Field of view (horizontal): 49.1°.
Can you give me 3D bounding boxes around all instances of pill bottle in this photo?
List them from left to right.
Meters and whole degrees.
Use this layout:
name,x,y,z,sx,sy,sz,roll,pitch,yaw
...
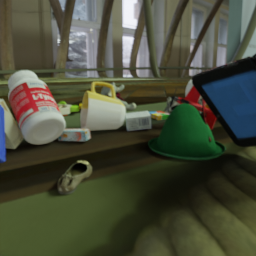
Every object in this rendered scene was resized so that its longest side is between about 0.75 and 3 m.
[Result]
name,x,y,z,sx,sy,sz,roll,pitch,yaw
pill bottle,-2.688,-0.639,7.982,1.165,1.165,2.075,-10,53,-36
pill bottle,4.039,-1.423,12.285,2.865,1.591,1.591,17,21,41

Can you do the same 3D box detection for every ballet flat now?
name,x,y,z,sx,sy,sz,roll,pitch,yaw
ballet flat,-1.028,0.878,5.478,0.456,0.314,1.354,2,13,10

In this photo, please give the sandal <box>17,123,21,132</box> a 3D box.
name,x,y,z,sx,sy,sz,roll,pitch,yaw
sandal,-3.518,-0.048,9.614,0.617,0.347,1.622,-5,22,-10

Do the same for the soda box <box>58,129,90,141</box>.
name,x,y,z,sx,sy,sz,roll,pitch,yaw
soda box,-1.598,0.208,8.249,0.954,0.303,0.326,-1,14,24

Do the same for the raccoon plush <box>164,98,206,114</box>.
name,x,y,z,sx,sy,sz,roll,pitch,yaw
raccoon plush,2.113,-0.790,10.340,1.227,0.886,1.832,22,24,19

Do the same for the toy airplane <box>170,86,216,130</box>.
name,x,y,z,sx,sy,sz,roll,pitch,yaw
toy airplane,2.059,-0.598,8.436,2.202,2.202,0.405,13,-4,45

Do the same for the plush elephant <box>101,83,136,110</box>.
name,x,y,z,sx,sy,sz,roll,pitch,yaw
plush elephant,-0.678,-1.594,13.917,1.779,1.377,1.465,-7,14,-27

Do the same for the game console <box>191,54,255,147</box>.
name,x,y,z,sx,sy,sz,roll,pitch,yaw
game console,2.692,-0.064,5.502,1.514,2.551,2.199,-34,31,19

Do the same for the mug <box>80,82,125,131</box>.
name,x,y,z,sx,sy,sz,roll,pitch,yaw
mug,-0.816,-0.661,9.580,1.366,1.664,1.332,6,13,-18

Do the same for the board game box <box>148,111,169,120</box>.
name,x,y,z,sx,sy,sz,roll,pitch,yaw
board game box,1.326,-0.527,11.920,0.683,0.180,0.893,-6,15,-24

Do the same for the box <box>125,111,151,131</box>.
name,x,y,z,sx,sy,sz,roll,pitch,yaw
box,0.346,-0.252,9.893,0.844,0.481,0.917,-6,14,-1

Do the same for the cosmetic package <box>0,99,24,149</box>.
name,x,y,z,sx,sy,sz,roll,pitch,yaw
cosmetic package,-3.378,-0.099,7.344,0.706,1.342,0.477,7,43,18

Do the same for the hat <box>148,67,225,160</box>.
name,x,y,z,sx,sy,sz,roll,pitch,yaw
hat,1.591,-0.536,7.505,2.032,2.160,2.453,1,13,2

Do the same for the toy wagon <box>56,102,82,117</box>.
name,x,y,z,sx,sy,sz,roll,pitch,yaw
toy wagon,-3.258,-0.829,12.616,2.456,0.486,1.905,0,13,-3

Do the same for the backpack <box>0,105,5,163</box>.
name,x,y,z,sx,sy,sz,roll,pitch,yaw
backpack,-3.639,0.227,6.055,1.768,1.437,1.484,-4,-15,-13
